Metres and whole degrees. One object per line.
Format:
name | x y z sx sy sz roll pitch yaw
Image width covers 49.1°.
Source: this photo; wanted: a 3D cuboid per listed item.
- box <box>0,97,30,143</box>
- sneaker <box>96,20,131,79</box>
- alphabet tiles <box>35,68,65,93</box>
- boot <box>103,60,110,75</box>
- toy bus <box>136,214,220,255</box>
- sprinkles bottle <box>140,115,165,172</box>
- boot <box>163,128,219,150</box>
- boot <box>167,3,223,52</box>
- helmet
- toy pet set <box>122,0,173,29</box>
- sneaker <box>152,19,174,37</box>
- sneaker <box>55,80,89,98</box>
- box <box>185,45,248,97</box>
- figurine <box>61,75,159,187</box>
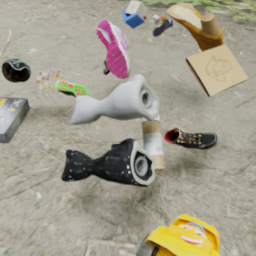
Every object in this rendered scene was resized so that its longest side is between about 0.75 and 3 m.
box | -5.895 -0.437 12.584 2.026 0.618 2.558 4 41 5
sneaker | -0.401 -3.457 12.381 1.069 2.629 1.160 -16 3 37
alphabet tiles | -3.306 -2.030 11.806 1.165 0.044 0.974 12 81 9
boot | -0.975 -2.850 12.871 0.649 0.500 1.340 48 30 -3
toy bus | 1.468 3.157 6.913 1.857 2.737 2.627 21 36 24
sprinkles bottle | 0.740 0.440 8.584 0.595 0.595 1.745 -4 75 -4
boot | 1.988 0.343 8.951 1.146 0.557 1.522 16 -13 -35
boot | 2.821 -4.045 11.786 0.949 1.930 2.696 -43 47 -6
helmet | -4.466 -2.313 11.322 1.007 1.007 0.960 23 24 25
toy pet set | 0.677 -4.696 12.421 1.896 1.007 1.770 33 9 38
sneaker | 1.320 -3.707 10.429 0.401 0.343 0.978 -27 3 -39
sneaker | -2.306 -1.561 11.670 1.494 0.626 0.573 25 81 -19
box | 2.583 -1.683 8.113 1.586 0.169 1.297 -23 77 -25
figurine | -0.673 0.154 7.751 2.784 1.228 2.853 -7 68 35
